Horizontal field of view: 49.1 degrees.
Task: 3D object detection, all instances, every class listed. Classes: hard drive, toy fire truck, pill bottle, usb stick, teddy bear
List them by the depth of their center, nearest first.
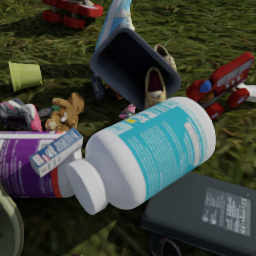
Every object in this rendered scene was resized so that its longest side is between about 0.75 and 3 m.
[{"bbox_3d":[0.278,0.572,5.871,2.989,1.656,1.656,-26,50,-28],"label":"pill bottle"},{"bbox_3d":[1.656,1.759,6.101,2.424,0.399,1.692,15,41,14],"label":"hard drive"},{"bbox_3d":[-2.472,0.828,6.385,2.642,1.485,1.485,0,45,0],"label":"pill bottle"},{"bbox_3d":[2.477,-1.154,7.867,2.031,1.705,1.139,-31,67,5],"label":"toy fire truck"},{"bbox_3d":[-1.794,-0.343,7.910,0.488,1.060,1.462,-7,61,44],"label":"teddy bear"},{"bbox_3d":[-1.002,-1.360,9.444,0.379,0.223,1.367,-31,48,10],"label":"usb stick"},{"bbox_3d":[-2.475,-5.807,13.219,2.933,1.645,2.463,22,30,20],"label":"toy fire truck"}]

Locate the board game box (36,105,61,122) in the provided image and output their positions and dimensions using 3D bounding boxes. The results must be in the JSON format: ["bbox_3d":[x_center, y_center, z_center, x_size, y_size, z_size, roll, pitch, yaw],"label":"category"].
[{"bbox_3d":[-2.379,-0.482,8.706,0.958,0.112,0.502,-16,45,-16],"label":"board game box"}]

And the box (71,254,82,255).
[{"bbox_3d":[-1.043,2.806,4.840,0.422,0.564,1.126,38,57,-12],"label":"box"}]

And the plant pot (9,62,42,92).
[{"bbox_3d":[-3.430,-1.746,9.424,0.927,1.008,1.008,-9,45,-20],"label":"plant pot"}]

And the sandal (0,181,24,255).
[{"bbox_3d":[-2.781,1.323,5.088,1.128,2.840,0.810,-7,16,20],"label":"sandal"}]

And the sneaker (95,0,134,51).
[{"bbox_3d":[0.017,-3.534,9.913,1.685,2.581,1.026,24,29,-4],"label":"sneaker"}]

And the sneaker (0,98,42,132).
[{"bbox_3d":[-3.059,-0.240,7.780,0.770,0.831,2.062,-27,30,-37],"label":"sneaker"}]

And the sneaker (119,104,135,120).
[{"bbox_3d":[0.028,-0.452,7.904,0.426,0.514,1.078,25,1,-5],"label":"sneaker"}]

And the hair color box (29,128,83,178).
[{"bbox_3d":[-1.370,0.467,5.401,1.013,0.507,0.307,-38,74,-28],"label":"hair color box"}]

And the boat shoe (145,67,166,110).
[{"bbox_3d":[0.786,-0.920,8.303,0.679,0.609,1.835,-9,75,4],"label":"boat shoe"}]

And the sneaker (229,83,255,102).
[{"bbox_3d":[3.715,-1.026,8.827,1.411,0.550,0.701,20,45,0],"label":"sneaker"}]

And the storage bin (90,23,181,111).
[{"bbox_3d":[0.136,-1.944,8.760,2.567,1.868,1.724,37,25,-24],"label":"storage bin"}]

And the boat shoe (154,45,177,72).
[{"bbox_3d":[1.306,-2.203,10.006,0.794,0.715,2.202,-6,45,-6],"label":"boat shoe"}]

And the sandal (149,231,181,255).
[{"bbox_3d":[0.807,2.550,5.312,0.604,0.385,1.607,5,35,-12],"label":"sandal"}]
